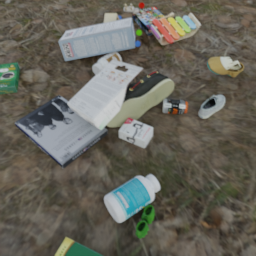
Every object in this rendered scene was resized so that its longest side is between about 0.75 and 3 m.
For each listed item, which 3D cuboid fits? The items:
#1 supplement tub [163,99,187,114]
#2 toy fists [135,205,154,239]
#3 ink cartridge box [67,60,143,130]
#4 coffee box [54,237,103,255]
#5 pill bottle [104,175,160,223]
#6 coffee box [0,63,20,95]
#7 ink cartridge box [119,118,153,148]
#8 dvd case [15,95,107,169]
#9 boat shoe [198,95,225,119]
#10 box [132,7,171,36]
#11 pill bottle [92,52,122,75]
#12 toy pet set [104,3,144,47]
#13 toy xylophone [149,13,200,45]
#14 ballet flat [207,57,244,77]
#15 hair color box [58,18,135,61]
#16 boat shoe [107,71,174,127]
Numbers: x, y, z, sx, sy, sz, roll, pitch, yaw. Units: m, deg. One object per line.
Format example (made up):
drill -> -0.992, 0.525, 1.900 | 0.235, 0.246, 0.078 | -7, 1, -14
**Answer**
supplement tub -> 1.672, -0.755, 10.018 | 0.843, 0.517, 0.517 | 4, 49, 5
toy fists -> 0.444, 2.444, 7.275 | 0.300, 0.445, 0.872 | 10, 48, 26
ink cartridge box -> -0.700, -1.166, 9.123 | 2.271, 0.569, 1.827 | -45, 40, -12
coffee box -> -0.595, 3.773, 5.967 | 2.841, 0.625, 1.747 | 21, 52, 17
pill bottle -> 0.145, 1.830, 7.534 | 1.460, 0.809, 0.809 | -28, 54, -22
coffee box -> -4.907, -1.976, 11.199 | 0.983, 0.352, 1.599 | -10, 49, -8
ink cartridge box -> 0.271, 0.162, 9.290 | 0.961, 0.401, 0.698 | 22, 52, 18
dvd case -> -2.273, 0.014, 9.476 | 2.581, 0.319, 1.940 | 35, 57, 26
boat shoe -> 3.083, -0.873, 10.126 | 1.431, 0.509, 0.499 | -37, 58, -28
box -> 1.217, -5.454, 14.233 | 1.370, 0.378, 2.007 | -17, 51, -15
pill bottle -> -0.877, -2.612, 11.535 | 0.674, 0.674, 1.178 | 34, 57, 26
toy pet set -> -0.177, -4.658, 13.204 | 1.925, 1.095, 2.062 | 6, 85, 12
toy xylophone -> 2.057, -4.807, 13.282 | 2.477, 0.622, 1.813 | -31, 71, -22
ballet flat -> 3.777, -2.418, 10.698 | 2.158, 0.680, 0.741 | -5, 72, -48
hair color box -> -1.242, -3.744, 11.816 | 2.996, 0.908, 1.483 | -8, 34, 8
boat shoe -> 0.266, -1.003, 9.806 | 2.851, 1.043, 0.893 | -34, 55, -16
